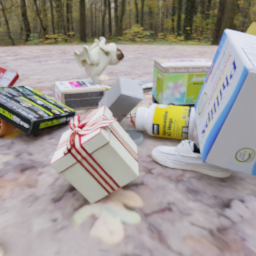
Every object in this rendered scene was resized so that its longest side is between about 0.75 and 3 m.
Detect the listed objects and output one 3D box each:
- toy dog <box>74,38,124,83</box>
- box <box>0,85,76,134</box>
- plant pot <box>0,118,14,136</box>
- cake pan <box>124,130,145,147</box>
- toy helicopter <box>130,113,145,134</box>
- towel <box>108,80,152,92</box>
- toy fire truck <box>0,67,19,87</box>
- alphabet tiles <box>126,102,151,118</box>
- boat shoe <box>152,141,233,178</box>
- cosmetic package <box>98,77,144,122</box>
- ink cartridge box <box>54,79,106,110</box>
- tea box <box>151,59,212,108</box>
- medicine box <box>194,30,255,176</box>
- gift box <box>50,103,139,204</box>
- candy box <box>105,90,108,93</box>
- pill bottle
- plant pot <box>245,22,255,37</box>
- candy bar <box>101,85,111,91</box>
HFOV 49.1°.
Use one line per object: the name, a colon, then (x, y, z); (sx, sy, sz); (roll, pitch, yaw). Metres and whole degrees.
toy dog: (-1.220, -3.446, 13.844); (2.127, 2.063, 1.484); (-30, 7, -30)
box: (-3.732, -0.787, 10.450); (2.641, 0.628, 2.551); (28, 17, 15)
plant pot: (-4.570, -0.131, 10.092); (0.910, 0.910, 0.637); (12, 8, 28)
cake pan: (-0.035, 0.345, 9.642); (1.219, 0.224, 1.219); (0, 21, 0)
toy helicopter: (0.465, -0.200, 10.680); (0.942, 0.562, 1.424); (7, 32, 6)
towel: (0.403, -2.579, 16.927); (2.505, 0.433, 2.412); (-17, 27, -36)
toy fire truck: (-6.794, -2.026, 13.542); (2.113, 1.411, 2.516); (22, 67, 11)
alphabet tiles: (0.589, -0.839, 12.908); (2.250, 0.071, 1.873); (-14, 25, -33)
boat shoe: (1.752, 0.741, 7.823); (2.280, 0.781, 0.821); (13, 25, 30)
cosmetic package: (-0.307, -1.013, 10.546); (0.993, 0.838, 1.859); (9, -28, -27)
ink cartridge box: (-2.445, -1.718, 13.954); (2.115, 0.964, 2.568); (-7, 23, -20)
tea box: (2.321, -1.555, 11.512); (2.386, 2.348, 1.595); (-4, 24, -10)
medicine box: (2.819, -0.731, 7.022); (1.426, 2.523, 2.770); (14, 34, -1)
gift box: (-0.667, 0.440, 6.489); (1.706, 1.593, 1.575); (-36, 23, 11)
candy box: (-0.838, -1.757, 14.787); (0.816, 0.230, 0.476); (12, -11, 27)
pill bottle: (1.313, -0.226, 9.711); (1.991, 1.120, 1.120); (6, 22, 15)
plant pot: (4.869, -2.270, 11.044); (2.118, 2.181, 2.132); (38, -9, 12)
candy bar: (-0.795, -2.103, 15.846); (2.892, 0.320, 0.721); (17, 23, 38)
